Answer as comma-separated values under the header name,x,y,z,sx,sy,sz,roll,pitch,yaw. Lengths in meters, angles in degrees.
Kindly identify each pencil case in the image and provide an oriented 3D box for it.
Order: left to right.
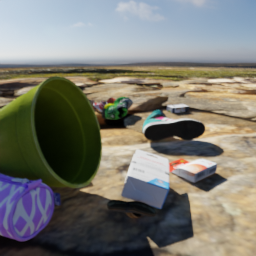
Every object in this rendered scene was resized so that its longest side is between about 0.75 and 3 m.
name,x,y,z,sx,sy,sz,roll,pitch,yaw
pencil case,-2.831,1.365,5.731,2.765,1.182,1.160,7,22,25

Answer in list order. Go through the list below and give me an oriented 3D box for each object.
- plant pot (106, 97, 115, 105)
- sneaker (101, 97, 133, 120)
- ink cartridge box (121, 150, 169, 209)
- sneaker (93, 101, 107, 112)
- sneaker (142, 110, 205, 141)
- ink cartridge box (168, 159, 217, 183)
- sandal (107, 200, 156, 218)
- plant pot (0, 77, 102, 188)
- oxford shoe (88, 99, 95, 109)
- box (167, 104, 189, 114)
name,x,y,z,sx,sy,sz,roll,pitch,yaw
plant pot,-0.710,-1.208,15.234,0.737,0.758,0.758,24,28,36
sneaker,-0.351,-0.894,14.130,0.979,0.897,2.298,16,31,24
ink cartridge box,0.478,1.198,6.960,0.979,0.573,1.688,18,19,3
sneaker,-1.479,-1.272,15.168,0.387,0.611,1.087,11,19,-41
sneaker,1.678,-0.100,11.075,2.402,1.004,1.450,-1,24,-7
ink cartridge box,1.744,1.092,8.147,1.045,0.323,1.288,-13,24,-38
sandal,0.064,1.759,5.923,1.041,0.284,0.426,5,14,-1
plant pot,-2.405,0.357,7.031,2.531,2.629,2.629,-14,10,23
oxford shoe,-2.524,-1.472,16.242,1.535,0.574,0.541,8,18,25
box,2.699,-1.038,15.246,1.054,0.317,0.615,-7,18,-23
